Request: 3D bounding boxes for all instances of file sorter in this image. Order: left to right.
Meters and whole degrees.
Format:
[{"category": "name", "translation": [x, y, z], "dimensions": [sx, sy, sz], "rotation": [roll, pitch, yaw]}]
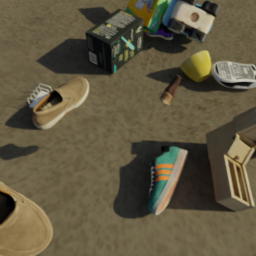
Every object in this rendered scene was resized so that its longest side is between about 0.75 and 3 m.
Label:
[{"category": "file sorter", "translation": [-3.030, -1.077, 9.692], "dimensions": [0.545, 0.489, 0.786], "rotation": [17, 54, 12]}]

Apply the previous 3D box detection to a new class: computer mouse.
[{"category": "computer mouse", "translation": [4.334, -1.844, 10.236], "dimensions": [2.814, 0.617, 1.543], "rotation": [5, 58, -3]}]

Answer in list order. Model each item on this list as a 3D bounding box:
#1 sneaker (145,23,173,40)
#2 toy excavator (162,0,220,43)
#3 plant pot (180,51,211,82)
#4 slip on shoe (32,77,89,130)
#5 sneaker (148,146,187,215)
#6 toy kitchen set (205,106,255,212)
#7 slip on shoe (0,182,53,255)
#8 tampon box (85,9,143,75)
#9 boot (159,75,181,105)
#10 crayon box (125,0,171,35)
[{"category": "sneaker", "translation": [1.340, -4.233, 11.984], "dimensions": [1.264, 0.629, 0.440], "rotation": [15, 55, 10]}, {"category": "toy excavator", "translation": [1.996, -4.785, 11.939], "dimensions": [2.894, 1.487, 2.976], "rotation": [21, 14, -9]}, {"category": "plant pot", "translation": [2.592, -2.160, 10.257], "dimensions": [1.114, 1.114, 0.791], "rotation": [-22, 79, -16]}, {"category": "slip on shoe", "translation": [-2.258, -1.018, 9.470], "dimensions": [0.950, 0.757, 2.499], "rotation": [32, 59, 22]}, {"category": "sneaker", "translation": [0.905, 1.368, 7.736], "dimensions": [0.858, 0.766, 2.147], "rotation": [18, 50, 20]}, {"category": "toy kitchen set", "translation": [3.757, 0.883, 7.402], "dimensions": [1.984, 2.432, 2.194], "rotation": [30, 46, -30]}, {"category": "slip on shoe", "translation": [-1.741, 1.183, 3.801], "dimensions": [0.699, 2.308, 0.878], "rotation": [2, 48, 36]}, {"category": "tampon box", "translation": [-0.473, -3.331, 10.772], "dimensions": [1.233, 1.464, 1.953], "rotation": [32, 59, 22]}, {"category": "boot", "translation": [0.981, -0.849, 6.248], "dimensions": [0.292, 0.807, 0.671], "rotation": [34, 102, 4]}, {"category": "crayon box", "translation": [0.922, -5.358, 11.757], "dimensions": [1.504, 0.738, 2.533], "rotation": [27, 95, 33]}]
